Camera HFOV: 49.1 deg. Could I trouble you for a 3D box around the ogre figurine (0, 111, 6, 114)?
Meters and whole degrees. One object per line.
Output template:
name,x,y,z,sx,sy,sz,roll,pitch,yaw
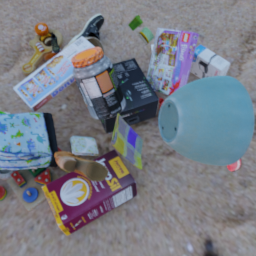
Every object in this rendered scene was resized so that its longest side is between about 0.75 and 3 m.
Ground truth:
ogre figurine,-4.059,0.308,9.014,1.472,1.204,2.455,2,29,-28

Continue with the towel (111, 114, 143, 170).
towel,0.023,0.411,7.938,0.171,1.500,1.077,-18,44,27

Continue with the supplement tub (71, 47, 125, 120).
supplement tub,-0.891,-1.311,8.337,1.184,1.932,1.184,-14,33,9

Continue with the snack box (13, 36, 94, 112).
snack box,-2.271,-1.809,9.200,2.907,0.353,1.045,-42,71,-13

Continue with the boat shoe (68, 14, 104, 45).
boat shoe,-1.623,-3.922,12.092,0.793,0.894,2.393,32,66,13

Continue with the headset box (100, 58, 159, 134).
headset box,-0.245,-1.157,10.227,2.054,1.094,2.359,-20,60,-13

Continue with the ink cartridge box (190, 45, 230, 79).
ink cartridge box,3.129,-2.419,11.054,0.600,1.041,1.434,-39,66,-22

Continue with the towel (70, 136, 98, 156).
towel,-1.391,0.580,8.838,0.835,0.201,0.715,6,40,-23

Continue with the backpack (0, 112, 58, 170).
backpack,-3.219,0.370,8.125,2.217,1.704,1.808,-7,70,-20

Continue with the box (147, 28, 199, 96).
box,1.525,-2.361,10.175,0.444,2.272,1.554,-4,22,-46

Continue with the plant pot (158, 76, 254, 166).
plant pot,1.658,-0.161,6.922,1.538,2.284,2.284,-1,56,-20

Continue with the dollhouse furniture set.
dollhouse furniture set,0.601,-3.571,10.017,1.013,0.508,0.664,47,53,-13

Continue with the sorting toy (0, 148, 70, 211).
sorting toy,-2.909,1.616,8.878,2.736,0.463,1.319,-37,65,-21

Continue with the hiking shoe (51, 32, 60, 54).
hiking shoe,-2.956,-3.379,11.175,0.321,0.426,0.847,-16,77,-1

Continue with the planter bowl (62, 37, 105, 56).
planter bowl,-1.872,-2.684,10.962,1.162,1.726,1.726,15,58,28

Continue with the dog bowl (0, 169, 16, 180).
dog bowl,-4.009,1.247,9.232,0.863,0.253,0.863,0,58,-1

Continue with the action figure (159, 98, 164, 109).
action figure,1.722,-0.309,10.038,0.749,0.591,2.288,-20,55,-18

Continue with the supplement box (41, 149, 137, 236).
supplement box,-1.083,1.864,8.247,2.400,1.028,1.325,-27,58,-15

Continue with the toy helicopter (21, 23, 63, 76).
toy helicopter,-3.545,-3.111,11.756,1.595,0.951,2.411,27,72,5

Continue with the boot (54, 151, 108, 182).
boot,-1.301,1.002,7.555,1.373,1.066,0.526,13,93,-29

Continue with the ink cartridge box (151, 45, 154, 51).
ink cartridge box,1.465,-3.299,12.035,0.960,0.324,0.559,-2,58,-3

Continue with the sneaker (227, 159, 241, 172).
sneaker,2.662,0.701,7.335,0.565,1.303,0.480,-6,48,1
